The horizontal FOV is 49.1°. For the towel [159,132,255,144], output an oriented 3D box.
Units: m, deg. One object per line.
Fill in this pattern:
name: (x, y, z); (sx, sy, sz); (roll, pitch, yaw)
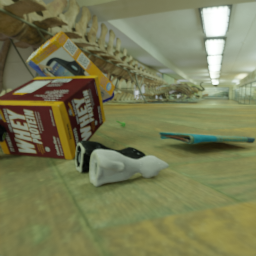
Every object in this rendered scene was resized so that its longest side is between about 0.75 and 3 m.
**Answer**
towel: (2.653, 0.359, 9.610); (2.643, 0.287, 1.938); (3, 2, -25)

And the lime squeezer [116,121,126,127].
lime squeezer: (-0.339, -0.164, 15.102); (0.417, 0.223, 1.182); (-2, -10, 8)

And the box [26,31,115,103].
box: (-1.869, -1.739, 9.866); (1.780, 2.990, 0.620); (-19, 37, 39)

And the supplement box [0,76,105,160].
supplement box: (-2.389, -0.445, 8.787); (2.464, 1.659, 2.498); (2, 28, 19)

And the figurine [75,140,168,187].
figurine: (-0.154, 0.750, 6.390); (1.686, 0.744, 1.728); (1, 7, -26)

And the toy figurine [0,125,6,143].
toy figurine: (-4.498, -0.345, 7.791); (1.423, 2.013, 2.045); (-31, 32, -14)
